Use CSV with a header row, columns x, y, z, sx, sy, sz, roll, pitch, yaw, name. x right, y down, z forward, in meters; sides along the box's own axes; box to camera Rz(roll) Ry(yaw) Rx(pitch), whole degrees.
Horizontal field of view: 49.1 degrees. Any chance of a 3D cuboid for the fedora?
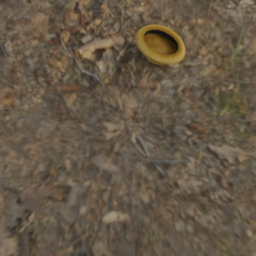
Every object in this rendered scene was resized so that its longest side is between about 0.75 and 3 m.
x,y,z,sx,sy,sz,roll,pitch,yaw,name
1.033,-2.722,9.642,1.807,0.737,1.807,7,61,-13,fedora
